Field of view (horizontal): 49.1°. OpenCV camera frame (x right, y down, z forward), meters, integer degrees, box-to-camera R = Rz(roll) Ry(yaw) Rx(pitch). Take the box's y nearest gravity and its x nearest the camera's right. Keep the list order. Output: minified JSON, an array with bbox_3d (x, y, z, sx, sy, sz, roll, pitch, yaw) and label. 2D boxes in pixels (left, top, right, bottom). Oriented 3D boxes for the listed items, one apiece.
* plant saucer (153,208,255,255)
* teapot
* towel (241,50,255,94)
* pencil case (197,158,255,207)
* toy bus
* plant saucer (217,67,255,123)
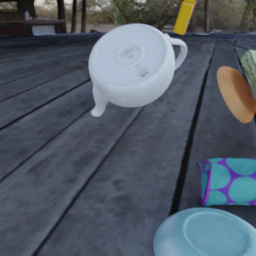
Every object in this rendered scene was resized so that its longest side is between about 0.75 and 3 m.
[{"bbox_3d":[1.553,2.046,5.047,2.173,0.418,2.173,1,24,0],"label":"plant saucer"},{"bbox_3d":[0.206,-1.454,7.481,2.355,1.720,2.325,8,67,17],"label":"teapot"},{"bbox_3d":[3.528,-0.945,6.106,1.694,0.417,2.283,5,46,-3],"label":"towel"},{"bbox_3d":[2.799,1.214,6.114,2.456,1.135,1.045,1,56,1],"label":"pencil case"},{"bbox_3d":[1.988,-3.978,9.849,0.411,1.264,0.495,22,33,9],"label":"toy bus"},{"bbox_3d":[2.524,-0.797,6.403,0.264,1.413,1.413,-27,4,39],"label":"plant saucer"}]
